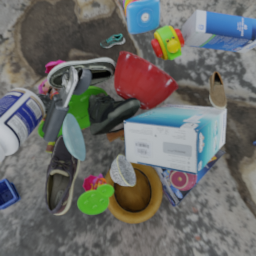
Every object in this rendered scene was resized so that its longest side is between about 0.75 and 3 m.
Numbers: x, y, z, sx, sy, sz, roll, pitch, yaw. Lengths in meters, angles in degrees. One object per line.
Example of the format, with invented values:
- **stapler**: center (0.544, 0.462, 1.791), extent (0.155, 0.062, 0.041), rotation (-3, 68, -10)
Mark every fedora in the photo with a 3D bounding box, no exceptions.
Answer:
- **fedora**: center (0.157, 2.313, 10.411), extent (2.309, 0.942, 2.309), rotation (0, 79, -1)

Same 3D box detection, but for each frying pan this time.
- **frying pan**: center (-2.933, -1.031, 10.269), extent (0.794, 0.214, 1.313), rotation (52, 46, -10)

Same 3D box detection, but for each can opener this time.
- **can opener**: center (-1.859, -0.636, 8.505), extent (0.910, 2.723, 0.726), rotation (5, 44, -31)

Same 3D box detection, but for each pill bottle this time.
- **pill bottle**: center (-3.836, -0.043, 8.819), extent (1.442, 1.442, 2.491), rotation (19, 44, 6)

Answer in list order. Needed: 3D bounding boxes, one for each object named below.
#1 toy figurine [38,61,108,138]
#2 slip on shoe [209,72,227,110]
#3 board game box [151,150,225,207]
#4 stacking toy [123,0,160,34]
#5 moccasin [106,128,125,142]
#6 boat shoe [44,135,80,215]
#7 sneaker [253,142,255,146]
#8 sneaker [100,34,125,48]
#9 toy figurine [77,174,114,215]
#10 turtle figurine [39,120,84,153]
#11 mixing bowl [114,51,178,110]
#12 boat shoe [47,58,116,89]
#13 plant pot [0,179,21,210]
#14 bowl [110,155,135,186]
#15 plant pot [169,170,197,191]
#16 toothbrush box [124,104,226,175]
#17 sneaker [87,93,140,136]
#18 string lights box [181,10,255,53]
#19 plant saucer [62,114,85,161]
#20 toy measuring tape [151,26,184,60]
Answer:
- **toy figurine**: center (-2.632, -1.371, 11.026), extent (2.925, 2.196, 2.692), rotation (-34, 59, -2)
- **slip on shoe**: center (2.618, -1.102, 8.162), extent (0.461, 0.368, 1.214), rotation (3, 60, 2)
- **board game box**: center (2.146, 1.137, 10.819), extent (2.703, 0.834, 2.705), rotation (-30, 75, -9)
- **stacking toy**: center (0.241, -4.072, 9.348), extent (1.116, 1.056, 1.924), rotation (-16, 47, -9)
- **moccasin**: center (-0.198, 0.253, 9.833), extent (1.246, 0.456, 0.481), rotation (-16, 94, 24)
- **boat shoe**: center (-2.054, 1.384, 8.655), extent (0.915, 0.824, 2.544), rotation (7, 76, 0)
- **sneaker**: center (5.376, 0.498, 11.312), extent (0.820, 0.303, 0.337), rotation (-14, 74, -13)
- **sneaker**: center (-0.710, -3.949, 12.543), extent (1.120, 0.511, 0.435), rotation (-18, 74, -5)
- **toy figurine**: center (-0.886, 1.618, 7.628), extent (0.817, 1.001, 1.088), rotation (36, 107, -25)
- **turtle figurine**: center (-2.551, 0.083, 11.174), extent (2.365, 0.762, 1.907), rotation (5, 75, -1)
- **mixing bowl**: center (0.397, -1.393, 9.402), extent (2.299, 2.299, 1.245), rotation (30, 91, 9)
- **boat shoe**: center (-1.726, -1.846, 9.880), extent (2.606, 0.921, 0.830), rotation (-11, 35, 14)
- **plant pot**: center (-4.606, 2.513, 10.416), extent (0.911, 0.819, 0.911), rotation (-32, 76, -9)
- **bowl**: center (-0.222, 1.305, 8.074), extent (0.455, 0.971, 0.971), rotation (-28, 73, 19)
- **plant pot**: center (1.698, 1.592, 8.956), extent (0.881, 0.789, 0.881), rotation (-1, 87, 22)
- **toothbrush box**: center (1.534, 0.154, 8.478), extent (2.151, 2.938, 1.253), rotation (7, 108, 30)
- **sneaker**: center (-0.614, -0.717, 9.164), extent (0.921, 2.408, 1.380), rotation (-9, 78, -38)
- **string lights box**: center (3.072, -3.055, 9.084), extent (2.394, 1.230, 0.706), rotation (4, 86, -11)
- **plant saucer**: center (-1.599, 0.301, 8.029), extent (0.273, 1.420, 1.420), rotation (-17, 74, 5)
- **toy measuring tape**: center (1.231, -2.871, 9.454), extent (1.063, 2.890, 1.063), rotation (-1, 106, -2)
